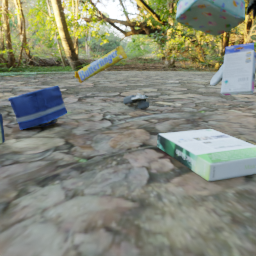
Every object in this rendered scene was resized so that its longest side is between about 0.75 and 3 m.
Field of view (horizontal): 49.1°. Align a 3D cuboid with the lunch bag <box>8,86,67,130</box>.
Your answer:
[{"bbox_3d":[-2.678,-0.598,8.649,1.141,1.111,1.679,-11,12,20],"label":"lunch bag"}]

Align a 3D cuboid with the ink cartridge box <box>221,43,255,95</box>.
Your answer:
[{"bbox_3d":[2.030,-1.067,5.135,0.540,0.905,0.190,1,-7,40],"label":"ink cartridge box"}]

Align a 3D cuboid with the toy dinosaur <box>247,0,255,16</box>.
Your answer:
[{"bbox_3d":[2.680,-3.142,5.530,2.155,1.463,1.101,12,-27,-42],"label":"toy dinosaur"}]

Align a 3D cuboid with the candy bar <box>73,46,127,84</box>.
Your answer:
[{"bbox_3d":[-1.081,-2.431,10.842,2.185,0.545,0.242,-30,1,-2],"label":"candy bar"}]

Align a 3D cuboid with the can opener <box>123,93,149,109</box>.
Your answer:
[{"bbox_3d":[0.297,-1.139,12.053,0.518,0.654,1.967,-3,5,-20],"label":"can opener"}]

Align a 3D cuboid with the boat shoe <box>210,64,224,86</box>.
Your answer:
[{"bbox_3d":[2.635,-1.459,7.874,0.277,0.780,0.281,40,-4,-24],"label":"boat shoe"}]

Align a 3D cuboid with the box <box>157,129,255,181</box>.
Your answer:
[{"bbox_3d":[1.711,0.468,5.858,1.490,0.375,2.064,-5,13,-18],"label":"box"}]

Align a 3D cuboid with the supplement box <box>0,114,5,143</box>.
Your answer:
[{"bbox_3d":[-3.769,0.077,6.622,1.089,0.732,1.090,5,15,20],"label":"supplement box"}]

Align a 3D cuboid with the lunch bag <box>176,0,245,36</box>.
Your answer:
[{"bbox_3d":[2.770,-4.027,9.663,2.123,0.818,1.702,13,-10,-23],"label":"lunch bag"}]
